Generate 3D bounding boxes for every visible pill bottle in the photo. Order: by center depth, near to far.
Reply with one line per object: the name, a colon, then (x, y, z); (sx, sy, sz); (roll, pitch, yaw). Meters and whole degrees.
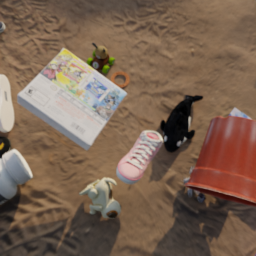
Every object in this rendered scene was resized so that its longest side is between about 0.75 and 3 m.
pill bottle: (-4.663, 1.907, 9.063); (2.820, 1.561, 1.561); (-32, 72, -11)

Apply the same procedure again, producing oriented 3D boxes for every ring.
ring: (-0.325, -1.955, 11.372); (0.760, 0.073, 0.760); (0, 68, -1)

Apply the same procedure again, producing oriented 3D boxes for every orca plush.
orca plush: (2.043, -0.320, 10.293); (1.319, 0.891, 2.506); (37, 73, 13)

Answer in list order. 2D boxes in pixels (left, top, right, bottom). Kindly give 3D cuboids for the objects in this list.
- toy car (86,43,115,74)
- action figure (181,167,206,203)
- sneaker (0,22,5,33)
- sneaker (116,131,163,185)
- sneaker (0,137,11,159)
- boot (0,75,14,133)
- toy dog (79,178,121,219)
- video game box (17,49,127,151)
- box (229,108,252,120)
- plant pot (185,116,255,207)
toy car: (-1.127, -2.885, 11.151); (0.938, 1.142, 0.901); (27, 71, 10)
action figure: (2.754, 1.957, 9.575); (1.879, 0.652, 1.223); (6, 76, 10)
sneaker: (-6.362, -4.498, 11.993); (1.940, 0.770, 0.761); (3, 67, 0)
sneaker: (0.387, 0.732, 8.334); (0.795, 1.104, 2.112); (30, 32, 13)
sneaker: (-5.418, 1.022, 9.609); (2.661, 1.198, 0.931); (-27, 71, -10)
boot: (-5.075, -0.822, 10.624); (1.085, 0.874, 2.402); (-16, 66, 7)
toy dog: (-0.740, 2.348, 9.164); (1.264, 0.909, 1.303); (-30, 90, 8)
video game box: (-1.625, -0.920, 8.561); (2.491, 0.583, 2.269); (36, 61, -5)
box: (4.442, 0.663, 10.055); (2.614, 0.623, 1.594); (38, 74, 13)
plant pot: (3.116, 0.969, 8.416); (2.320, 2.320, 2.256); (16, 78, 6)
